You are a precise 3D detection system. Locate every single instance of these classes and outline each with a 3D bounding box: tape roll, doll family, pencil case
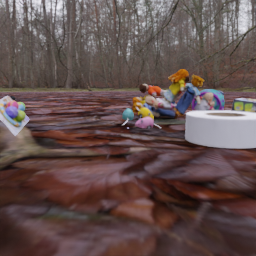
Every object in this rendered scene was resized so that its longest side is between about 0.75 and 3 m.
[{"bbox_3d":[2.060,-0.014,6.004,1.667,0.583,1.667,-1,10,0],"label":"tape roll"},{"bbox_3d":[0.920,-0.772,10.034,1.565,1.136,2.521,9,22,-9],"label":"doll family"},{"bbox_3d":[2.898,-0.849,9.931,1.076,0.991,2.329,31,19,14],"label":"pencil case"},{"bbox_3d":[1.599,-0.999,7.871,0.827,1.139,1.835,13,26,-37],"label":"doll family"}]

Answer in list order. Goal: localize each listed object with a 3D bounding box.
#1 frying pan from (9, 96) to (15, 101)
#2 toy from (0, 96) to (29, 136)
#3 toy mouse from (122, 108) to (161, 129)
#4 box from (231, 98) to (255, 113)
[{"bbox_3d":[-2.916,0.001,5.141,1.334,0.359,2.206,-12,24,-5],"label":"frying pan"},{"bbox_3d":[-2.129,-0.317,5.275,0.265,0.645,1.121,-38,17,2],"label":"toy"},{"bbox_3d":[0.259,-0.282,7.359,1.115,0.243,1.255,-15,38,-41],"label":"toy mouse"},{"bbox_3d":[4.803,-0.569,9.115,2.441,0.424,1.343,14,15,32],"label":"box"}]
